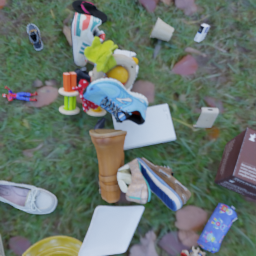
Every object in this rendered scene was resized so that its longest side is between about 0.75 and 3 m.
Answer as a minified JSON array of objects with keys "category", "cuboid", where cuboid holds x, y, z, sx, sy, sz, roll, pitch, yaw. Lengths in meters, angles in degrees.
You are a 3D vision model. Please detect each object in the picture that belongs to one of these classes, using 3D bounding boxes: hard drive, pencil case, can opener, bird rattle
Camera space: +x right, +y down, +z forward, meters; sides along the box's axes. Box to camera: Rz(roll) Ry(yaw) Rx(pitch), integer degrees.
[{"category":"hard drive","cuboid":[0.591,-0.030,10.925,2.224,0.292,1.467,-11,75,-2]},{"category":"pencil case","cuboid":[3.097,3.450,9.661,0.747,0.671,1.720,28,75,30]},{"category":"can opener","cuboid":[-1.449,-1.979,11.432,1.743,0.685,0.552,20,34,7]},{"category":"bird rattle","cuboid":[-0.664,-1.675,9.571,2.048,2.512,1.415,-2,33,-30]}]

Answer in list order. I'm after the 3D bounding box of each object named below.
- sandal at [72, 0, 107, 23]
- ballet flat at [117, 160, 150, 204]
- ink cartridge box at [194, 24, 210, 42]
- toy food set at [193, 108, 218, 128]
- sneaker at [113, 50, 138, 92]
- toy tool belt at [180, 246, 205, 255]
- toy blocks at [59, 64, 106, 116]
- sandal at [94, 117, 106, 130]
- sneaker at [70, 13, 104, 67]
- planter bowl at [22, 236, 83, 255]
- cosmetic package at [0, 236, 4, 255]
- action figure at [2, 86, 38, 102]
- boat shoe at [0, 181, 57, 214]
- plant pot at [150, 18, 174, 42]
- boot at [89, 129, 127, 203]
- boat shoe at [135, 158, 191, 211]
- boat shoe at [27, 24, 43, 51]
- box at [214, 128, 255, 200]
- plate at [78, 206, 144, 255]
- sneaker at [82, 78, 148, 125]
[{"category":"sandal","cuboid":[-1.702,-5.284,12.459,1.765,0.398,0.663,31,76,9]},{"category":"ballet flat","cuboid":[0.078,1.549,8.645,0.800,2.379,0.810,1,101,-7]},{"category":"ink cartridge box","cuboid":[2.594,-3.333,9.812,0.212,1.080,0.537,28,119,12]},{"category":"toy food set","cuboid":[2.698,-0.347,9.773,0.614,0.856,0.258,3,43,-13]},{"category":"sneaker","cuboid":[-0.066,-2.140,11.287,1.054,0.901,2.419,-2,74,-6]},{"category":"toy tool belt","cuboid":[2.306,4.390,9.499,1.026,0.641,0.631,41,46,8]},{"category":"toy blocks","cuboid":[-1.625,-1.601,10.388,1.836,0.800,2.203,3,115,-11]},{"category":"sandal","cuboid":[-1.032,-0.130,9.848,0.256,1.195,0.454,17,104,6]},{"category":"sneaker","cuboid":[-1.480,-3.167,10.560,1.152,2.464,0.868,5,60,-2]},{"category":"planter bowl","cuboid":[-2.273,4.873,8.824,2.573,1.072,2.573,2,43,-2]},{"category":"cosmetic package","cuboid":[-5.029,3.582,9.228,1.008,1.491,2.835,-19,73,-4]},{"category":"action figure","cuboid":[-4.394,-1.330,11.150,1.366,0.676,0.446,0,73,3]},{"category":"boat shoe","cuboid":[-3.769,2.432,9.914,2.473,0.793,0.911,17,74,5]},{"category":"plant pot","cuboid":[1.471,-4.103,11.938,0.798,0.872,0.872,23,74,-5]},{"category":"boot","cuboid":[-0.581,1.256,9.099,1.105,2.998,2.319,2,82,8]},{"category":"boat shoe","cuboid":[1.132,1.762,9.475,0.859,0.858,2.374,-24,47,-24]},{"category":"boat shoe","cuboid":[-4.026,-4.015,11.959,0.482,0.618,1.361,-23,75,-7]},{"category":"box","cuboid":[4.259,1.316,9.581,1.730,2.086,1.712,22,74,7]},{"category":"plate","cuboid":[-0.568,3.273,9.042,0.306,1.887,1.891,35,108,50]},{"category":"sneaker","cuboid":[-0.314,-0.778,9.266,2.545,0.998,1.145,17,50,-31]}]
